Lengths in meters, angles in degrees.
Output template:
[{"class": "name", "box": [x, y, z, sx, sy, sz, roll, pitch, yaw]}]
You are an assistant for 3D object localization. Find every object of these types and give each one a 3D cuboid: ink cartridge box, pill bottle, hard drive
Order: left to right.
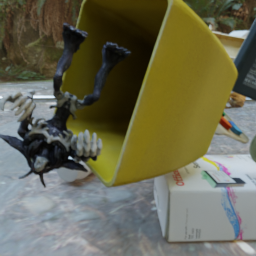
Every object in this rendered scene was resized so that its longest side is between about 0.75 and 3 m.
[{"class": "pill bottle", "box": [-1.474, 1.019, 8.980, 1.011, 1.011, 1.800, 5, 15, 20]}, {"class": "ink cartridge box", "box": [2.162, 1.516, 6.596, 2.903, 1.219, 2.102, 0, 14, -2]}, {"class": "hard drive", "box": [3.262, -1.658, 6.581, 1.417, 2.030, 0.334, 17, 19, -22]}]

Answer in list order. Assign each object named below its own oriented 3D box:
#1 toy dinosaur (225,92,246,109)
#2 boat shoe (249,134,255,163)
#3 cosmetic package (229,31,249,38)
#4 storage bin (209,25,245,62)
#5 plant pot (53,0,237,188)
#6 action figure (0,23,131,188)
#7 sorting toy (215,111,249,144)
[{"class": "toy dinosaur", "box": [4.149, -1.177, 10.675, 1.401, 0.797, 2.638, -10, 25, 34]}, {"class": "boat shoe", "box": [3.408, -0.188, 5.140, 0.896, 2.620, 0.979, 14, 47, -14]}, {"class": "cosmetic package", "box": [3.396, -2.293, 10.262, 2.546, 1.291, 0.907, -36, 25, -6]}, {"class": "storage bin", "box": [3.211, -2.552, 9.036, 1.420, 0.666, 1.410, 13, 61, 5]}, {"class": "plant pot", "box": [0.428, -0.743, 5.789, 2.600, 2.947, 2.948, 9, 15, -36]}, {"class": "action figure", "box": [-1.088, -0.166, 4.330, 1.616, 2.718, 1.387, 24, 7, -6]}, {"class": "sorting toy", "box": [2.412, -0.564, 8.115, 1.765, 0.317, 2.369, 12, 37, -44]}]
